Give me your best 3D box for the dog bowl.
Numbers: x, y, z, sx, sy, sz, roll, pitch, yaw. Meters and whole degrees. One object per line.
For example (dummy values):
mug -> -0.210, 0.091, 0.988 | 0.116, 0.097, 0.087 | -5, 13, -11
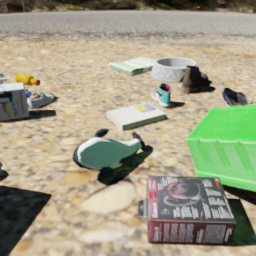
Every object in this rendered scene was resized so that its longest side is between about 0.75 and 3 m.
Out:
dog bowl -> 2.584, -3.272, 15.504 | 2.615, 0.767, 2.615 | 0, 28, 0

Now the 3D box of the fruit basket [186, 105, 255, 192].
fruit basket -> 3.273, 0.779, 6.967 | 2.989, 2.989, 2.156 | 27, 64, 40

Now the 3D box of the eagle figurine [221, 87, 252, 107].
eagle figurine -> 3.816, -0.489, 9.337 | 2.029, 1.531, 1.540 | 0, 64, -4

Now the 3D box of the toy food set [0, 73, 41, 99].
toy food set -> -5.059, -1.580, 11.649 | 1.249, 1.325, 2.776 | 15, 16, 24

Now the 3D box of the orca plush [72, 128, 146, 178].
orca plush -> -0.658, 0.633, 8.153 | 0.898, 1.329, 2.526 | -13, 12, 45

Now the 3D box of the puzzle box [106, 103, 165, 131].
puzzle box -> 0.305, -0.485, 10.894 | 1.950, 0.248, 1.297 | -15, 31, -25

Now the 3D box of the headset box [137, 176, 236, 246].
headset box -> 1.176, 1.774, 6.228 | 1.931, 0.724, 1.435 | 1, 29, 2

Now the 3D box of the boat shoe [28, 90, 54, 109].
boat shoe -> -3.785, -1.362, 12.128 | 0.530, 0.611, 1.434 | 17, 33, 28

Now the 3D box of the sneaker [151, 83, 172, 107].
sneaker -> 1.440, -1.554, 12.140 | 0.608, 0.878, 1.455 | -5, 25, -20

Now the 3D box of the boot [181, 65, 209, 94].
boot -> 3.419, -2.602, 13.785 | 0.929, 1.205, 2.486 | 18, 33, 29

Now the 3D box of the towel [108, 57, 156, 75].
towel -> 0.517, -3.848, 17.008 | 2.854, 0.334, 2.177 | -24, 36, -37

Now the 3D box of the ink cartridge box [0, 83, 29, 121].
ink cartridge box -> -4.790, -0.983, 10.785 | 1.685, 1.228, 0.698 | -10, 30, -18
